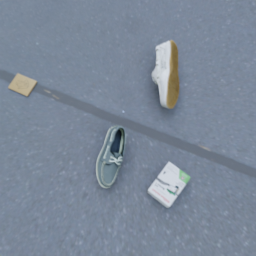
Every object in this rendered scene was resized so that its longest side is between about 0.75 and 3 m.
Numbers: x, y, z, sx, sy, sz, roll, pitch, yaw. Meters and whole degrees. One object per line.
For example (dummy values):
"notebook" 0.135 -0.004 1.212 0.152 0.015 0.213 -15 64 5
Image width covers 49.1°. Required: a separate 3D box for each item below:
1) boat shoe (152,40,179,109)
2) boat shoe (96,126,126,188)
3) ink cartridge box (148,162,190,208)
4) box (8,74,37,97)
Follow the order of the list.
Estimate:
"boat shoe" 1.435 -2.067 11.203 0.980 1.001 2.827 -6 70 33
"boat shoe" -0.563 1.002 10.064 0.841 0.713 2.309 18 75 -21
"ink cartridge box" 1.454 2.063 10.088 0.965 0.557 1.321 35 76 14
"box" -4.437 -1.808 11.789 0.953 0.101 0.779 23 72 9
